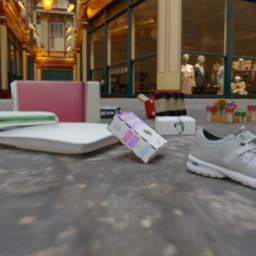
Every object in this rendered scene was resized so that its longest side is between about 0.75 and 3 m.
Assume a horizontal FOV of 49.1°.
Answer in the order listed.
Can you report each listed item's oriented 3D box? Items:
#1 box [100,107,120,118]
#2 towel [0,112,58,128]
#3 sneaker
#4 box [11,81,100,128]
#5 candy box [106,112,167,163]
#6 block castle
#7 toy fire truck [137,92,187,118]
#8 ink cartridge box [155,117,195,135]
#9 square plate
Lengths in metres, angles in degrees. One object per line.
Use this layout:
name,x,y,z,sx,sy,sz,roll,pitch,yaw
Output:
box,-1.238,-0.771,13.530,1.566,0.477,1.943,2,7,4
towel,-3.704,-0.252,7.536,2.982,0.349,2.275,2,6,27
sneaker,1.622,0.355,3.746,1.791,0.734,0.669,5,9,35
box,-2.642,-0.897,10.185,2.848,1.552,1.821,-4,8,-27
candy box,0.177,0.141,5.113,0.945,0.338,0.793,41,18,12
block castle,4.200,-0.725,11.473,1.934,0.907,1.293,-6,9,-37
toy fire truck,1.318,-1.102,13.319,2.317,1.491,2.039,-11,-1,40
ink cartridge box,1.349,-0.067,8.114,1.040,0.438,0.759,-1,10,-2
square plate,-1.339,0.193,6.524,2.501,0.356,2.477,4,8,25
